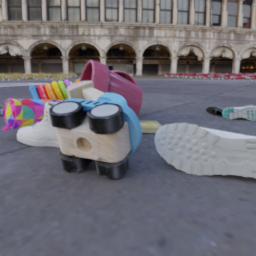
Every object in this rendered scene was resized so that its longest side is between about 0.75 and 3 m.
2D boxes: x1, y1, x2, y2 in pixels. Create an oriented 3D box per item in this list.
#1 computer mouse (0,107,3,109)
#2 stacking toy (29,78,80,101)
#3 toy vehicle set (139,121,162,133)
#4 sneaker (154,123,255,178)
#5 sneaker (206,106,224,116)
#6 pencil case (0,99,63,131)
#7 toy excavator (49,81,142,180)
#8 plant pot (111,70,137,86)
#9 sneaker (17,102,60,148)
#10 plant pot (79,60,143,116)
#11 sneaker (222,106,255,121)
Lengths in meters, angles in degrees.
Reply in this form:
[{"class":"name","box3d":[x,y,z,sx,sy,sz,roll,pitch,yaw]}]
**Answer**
[{"class":"computer mouse","box3d":[-5.079,-0.800,13.115,2.246,0.493,1.232,-6,8,0]},{"class":"stacking toy","box3d":[-2.856,-1.617,12.433,2.597,1.425,1.507,-25,2,-7]},{"class":"toy vehicle set","box3d":[0.736,-0.053,10.210,0.843,0.180,1.356,2,12,-7]},{"class":"sneaker","box3d":[1.980,0.517,6.295,2.808,1.073,1.130,12,8,22]},{"class":"sneaker","box3d":[4.070,-0.801,13.199,1.030,0.385,0.547,13,15,40]},{"class":"pencil case","box3d":[-2.961,-0.465,9.416,1.067,1.067,2.414,12,11,42]},{"class":"toy excavator","box3d":[-0.798,-0.320,6.918,2.841,1.460,2.922,7,30,24]},{"class":"plant pot","box3d":[-0.657,-1.720,12.999,1.940,1.940,1.736,-3,15,-14]},{"class":"sneaker","box3d":[-2.295,-0.165,8.036,2.292,1.325,0.844,3,27,19]},{"class":"plant pot","box3d":[-0.720,-1.077,10.369,2.092,2.337,2.337,13,7,-23]},{"class":"sneaker","box3d":[5.005,-0.679,12.194,1.709,0.663,0.779,5,10,17]}]
